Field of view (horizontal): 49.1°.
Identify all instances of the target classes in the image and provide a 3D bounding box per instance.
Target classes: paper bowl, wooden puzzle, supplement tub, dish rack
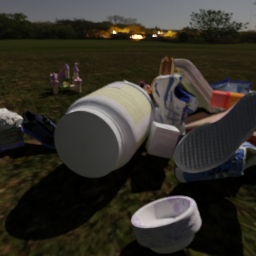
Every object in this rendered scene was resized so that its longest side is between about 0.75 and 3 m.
[{"bbox_3d":[0.700,1.759,5.016,1.203,0.626,1.203,-17,3,1],"label":"paper bowl"},{"bbox_3d":[3.292,-0.245,10.400,2.424,0.488,2.621,-18,11,-40],"label":"wooden puzzle"},{"bbox_3d":[0.943,-0.756,10.883,1.324,1.324,2.161,-15,13,-35],"label":"supplement tub"},{"bbox_3d":[-0.546,-0.052,8.054,2.114,2.114,2.916,7,22,19],"label":"supplement tub"},{"bbox_3d":[3.018,-1.763,12.548,0.636,2.920,2.506,-43,15,4],"label":"dish rack"}]

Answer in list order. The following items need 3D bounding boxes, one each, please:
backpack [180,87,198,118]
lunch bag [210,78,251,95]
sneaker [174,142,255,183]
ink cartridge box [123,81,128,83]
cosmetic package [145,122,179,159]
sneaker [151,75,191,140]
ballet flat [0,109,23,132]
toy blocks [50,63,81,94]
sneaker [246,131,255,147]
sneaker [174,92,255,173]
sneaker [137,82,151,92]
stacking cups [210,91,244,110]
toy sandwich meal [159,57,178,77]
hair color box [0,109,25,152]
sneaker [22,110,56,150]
[{"bbox_3d":[2.177,-1.023,11.636,1.409,1.131,1.540,27,3,6],"label":"backpack"},{"bbox_3d":[4.585,-1.535,12.896,1.723,1.098,1.465,6,-15,14],"label":"lunch bag"},{"bbox_3d":[2.390,0.791,7.314,2.808,1.063,1.081,-14,20,-30],"label":"sneaker"},{"bbox_3d":[-0.429,-0.811,11.073,0.500,2.085,1.517,30,10,-20],"label":"ink cartridge box"},{"bbox_3d":[0.950,0.340,7.904,0.686,0.820,0.682,14,11,-8],"label":"cosmetic package"},{"bbox_3d":[1.601,-0.611,9.262,1.044,2.368,0.891,-8,29,33],"label":"sneaker"},{"bbox_3d":[-4.619,-0.239,8.572,2.608,0.936,0.936,-8,19,7],"label":"ballet flat"},{"bbox_3d":[-3.889,-3.116,17.170,1.808,1.629,1.935,-6,21,-15],"label":"toy blocks"},{"bbox_3d":[4.306,0.578,8.230,2.134,0.837,0.847,9,12,41],"label":"sneaker"},{"bbox_3d":[2.174,0.284,6.671,2.573,1.345,0.968,-37,71,-9],"label":"sneaker"},{"bbox_3d":[0.686,-2.037,15.132,0.838,0.979,2.388,-5,19,-21],"label":"sneaker"},{"bbox_3d":[4.182,-0.812,9.350,2.729,0.826,0.826,16,24,18],"label":"stacking cups"},{"bbox_3d":[1.647,-2.173,11.216,0.518,1.513,1.513,5,20,24],"label":"toy sandwich meal"},{"bbox_3d":[-4.595,0.068,9.714,1.307,0.775,2.391,-16,24,-29],"label":"hair color box"},{"bbox_3d":[-2.752,0.052,9.290,1.955,0.762,0.686,22,37,16],"label":"sneaker"}]
